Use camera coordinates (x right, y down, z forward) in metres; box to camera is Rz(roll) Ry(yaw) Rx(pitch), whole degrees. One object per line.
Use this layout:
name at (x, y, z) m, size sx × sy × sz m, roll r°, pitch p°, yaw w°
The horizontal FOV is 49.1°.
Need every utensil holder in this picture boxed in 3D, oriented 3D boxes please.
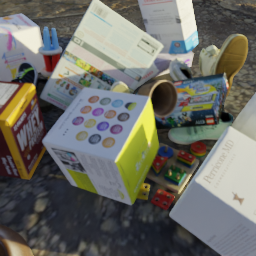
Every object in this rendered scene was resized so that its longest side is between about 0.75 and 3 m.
utensil holder at (4.149, -0.047, 7.092) m, size 2.312 × 1.965 × 1.965 m, roll 39°, pitch 53°, yaw 18°

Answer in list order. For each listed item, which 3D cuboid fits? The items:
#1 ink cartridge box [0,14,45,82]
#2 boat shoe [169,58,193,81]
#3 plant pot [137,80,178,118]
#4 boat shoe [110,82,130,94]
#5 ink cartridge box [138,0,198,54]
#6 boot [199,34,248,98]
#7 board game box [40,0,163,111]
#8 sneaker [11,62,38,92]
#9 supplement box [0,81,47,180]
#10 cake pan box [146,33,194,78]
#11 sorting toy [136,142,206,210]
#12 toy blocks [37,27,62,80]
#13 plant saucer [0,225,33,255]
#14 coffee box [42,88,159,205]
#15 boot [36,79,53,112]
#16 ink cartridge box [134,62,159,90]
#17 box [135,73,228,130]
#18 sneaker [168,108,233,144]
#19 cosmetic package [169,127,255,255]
ink cartridge box at (-4.596, -3.075, 10.806) m, size 2.898 × 1.815 × 1.863 m, roll -27°, pitch 48°, yaw -26°
boat shoe at (2.055, -1.814, 9.993) m, size 0.821 × 0.714 × 2.226 m, roll 22°, pitch 41°, yaw -24°
plant pot at (0.671, -0.807, 7.301) m, size 0.958 × 0.958 × 0.836 m, roll -25°, pitch 26°, yaw -26°
boat shoe at (-0.176, -0.634, 7.377) m, size 0.574 × 1.537 × 0.526 m, roll -14°, pitch 47°, yaw -3°
ink cartridge box at (1.385, -4.074, 9.885) m, size 1.605 × 2.771 × 0.924 m, roll 15°, pitch 48°, yaw 41°
boot at (3.023, -2.320, 9.305) m, size 0.847 × 2.352 × 1.819 m, roll 1°, pitch 46°, yaw -5°
board game box at (-0.772, -1.649, 7.800) m, size 2.163 × 2.932 × 0.942 m, roll 29°, pitch 18°, yaw -20°
sneaker at (-3.019, -1.315, 8.033) m, size 0.584 × 0.674 × 1.628 m, roll -20°, pitch 64°, yaw 16°
supplement box at (-3.429, 0.023, 7.129) m, size 2.099 × 2.070 × 1.394 m, roll 6°, pitch 43°, yaw 7°
cake pan box at (0.866, -3.162, 11.763) m, size 2.557 × 0.726 × 2.777 m, roll -19°, pitch 45°, yaw -23°
sorting toy at (1.041, 0.961, 7.336) m, size 1.228 × 0.431 × 2.547 m, roll 25°, pitch 48°, yaw 25°
toy blocks at (-2.128, -2.036, 9.264) m, size 1.887 × 2.264 × 0.822 m, roll 22°, pitch 39°, yaw 23°
plant saucer at (-3.186, 2.935, 5.138) m, size 2.788 × 0.447 × 2.788 m, roll 0°, pitch 43°, yaw 0°
coffee box at (-0.471, 0.395, 6.599) m, size 1.807 × 1.827 × 1.824 m, roll 12°, pitch 52°, yaw 24°
boot at (-3.334, -1.005, 8.979) m, size 1.782 × 1.164 × 0.603 m, roll -14°, pitch 45°, yaw -14°
ink cartridge box at (-0.176, -2.245, 9.253) m, size 1.546 × 2.130 × 0.892 m, roll -33°, pitch 55°, yaw 12°
box at (1.347, -0.739, 8.318) m, size 2.850 × 0.537 × 1.947 m, roll -4°, pitch 34°, yaw 32°
sneaker at (2.065, -0.096, 7.990) m, size 1.799 × 1.061 × 0.662 m, roll -6°, pitch 55°, yaw -6°
cosmetic package at (2.232, 1.451, 5.532) m, size 2.014 × 1.675 × 1.685 m, roll 34°, pitch 54°, yaw 16°
